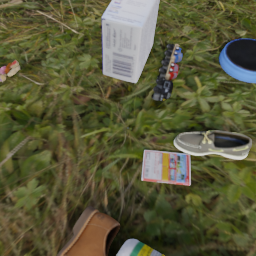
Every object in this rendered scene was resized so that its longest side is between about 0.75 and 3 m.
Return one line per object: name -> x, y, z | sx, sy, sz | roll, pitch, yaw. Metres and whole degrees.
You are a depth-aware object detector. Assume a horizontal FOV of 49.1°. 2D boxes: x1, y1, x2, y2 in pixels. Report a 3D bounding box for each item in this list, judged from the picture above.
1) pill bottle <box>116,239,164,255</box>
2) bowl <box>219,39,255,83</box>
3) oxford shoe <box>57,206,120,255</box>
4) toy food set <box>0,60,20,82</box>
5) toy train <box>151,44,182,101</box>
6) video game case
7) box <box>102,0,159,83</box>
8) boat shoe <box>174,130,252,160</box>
pill bottle -> 0.908, 3.411, 5.083 | 2.825, 1.593, 1.593 | 24, 56, 18
bowl -> 4.632, -2.612, 10.581 | 2.233, 0.438, 2.233 | 0, 52, 0
oxford shoe -> -0.987, 2.946, 5.736 | 0.987, 0.988, 2.769 | 17, 49, 16
toy food set -> -4.075, -1.918, 9.400 | 1.129, 0.178, 0.718 | -32, 48, 17
toy train -> 1.482, -2.078, 10.114 | 0.685, 0.510, 2.992 | 15, 54, 5
video game case -> 1.069, 1.095, 7.829 | 1.320, 0.115, 0.944 | 6, 53, 4
box -> 0.105, -3.395, 9.887 | 1.345, 2.358, 2.564 | 16, 54, 8
boat shoe -> 2.423, 0.392, 8.072 | 2.137, 0.639, 0.764 | 7, 53, 6
